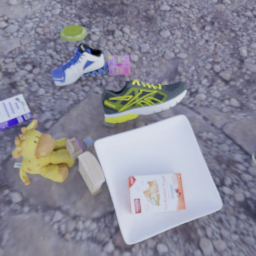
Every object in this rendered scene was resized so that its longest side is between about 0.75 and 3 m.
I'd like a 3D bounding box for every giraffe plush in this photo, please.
[{"bbox_3d":[-2.571,0.614,8.084,1.883,1.527,1.624,-11,52,-9],"label":"giraffe plush"}]

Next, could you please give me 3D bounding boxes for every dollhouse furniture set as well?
[{"bbox_3d":[-0.481,0.657,7.907,1.969,1.285,1.858,-27,74,-20],"label":"dollhouse furniture set"}]

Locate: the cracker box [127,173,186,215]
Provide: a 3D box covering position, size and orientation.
[{"bbox_3d":[0.729,1.740,7.422,1.439,0.415,0.964,-3,73,-7],"label":"cracker box"}]

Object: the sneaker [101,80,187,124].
[{"bbox_3d":[0.480,-1.070,9.136,2.930,1.240,1.091,-20,16,0],"label":"sneaker"}]

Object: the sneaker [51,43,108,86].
[{"bbox_3d":[-1.918,-2.562,10.760,2.256,1.303,0.911,-19,53,-13],"label":"sneaker"}]

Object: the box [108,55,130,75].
[{"bbox_3d":[-0.356,-2.536,11.322,0.852,0.412,0.749,-3,52,-2],"label":"box"}]

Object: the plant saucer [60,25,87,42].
[{"bbox_3d":[-2.555,-4.434,12.983,1.244,0.193,1.244,0,52,0],"label":"plant saucer"}]

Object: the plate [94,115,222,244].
[{"bbox_3d":[0.787,1.310,7.711,2.816,0.455,2.810,-17,76,-11],"label":"plate"}]

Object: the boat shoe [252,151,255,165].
[{"bbox_3d":[4.964,0.772,8.507,2.200,0.662,0.784,-5,50,-4],"label":"boat shoe"}]

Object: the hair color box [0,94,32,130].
[{"bbox_3d":[-4.178,-0.470,9.556,1.517,0.492,0.829,-24,67,-16],"label":"hair color box"}]
